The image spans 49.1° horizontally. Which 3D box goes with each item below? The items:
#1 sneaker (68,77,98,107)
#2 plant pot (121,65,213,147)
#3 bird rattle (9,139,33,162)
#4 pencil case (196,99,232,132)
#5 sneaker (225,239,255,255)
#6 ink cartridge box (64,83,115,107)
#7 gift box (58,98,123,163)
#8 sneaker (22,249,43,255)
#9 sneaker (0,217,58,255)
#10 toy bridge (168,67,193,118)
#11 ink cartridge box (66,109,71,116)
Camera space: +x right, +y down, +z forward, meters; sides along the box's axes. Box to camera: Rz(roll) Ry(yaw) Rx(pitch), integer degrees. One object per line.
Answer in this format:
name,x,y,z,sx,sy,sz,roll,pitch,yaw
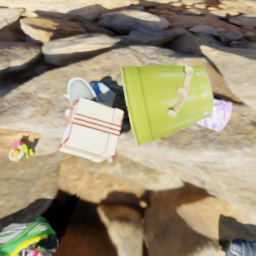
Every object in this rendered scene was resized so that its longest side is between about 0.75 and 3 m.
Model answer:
sneaker,-1.288,-0.289,8.543,1.004,2.402,1.450,-18,19,-3
plant pot,1.273,-0.911,9.029,2.531,2.629,2.629,-11,40,3
bird rattle,-3.599,0.737,9.125,0.873,0.492,0.712,18,59,24
pencil case,2.401,-0.874,10.375,2.765,1.182,1.160,26,54,30
sneaker,2.685,3.107,6.049,1.116,0.587,1.545,12,31,-2
ink cartridge box,-1.471,-1.265,10.645,1.688,0.979,0.573,7,76,32
gift box,-0.834,0.141,6.894,1.323,1.417,1.307,19,72,-21
sneaker,-1.953,2.659,5.250,0.387,0.611,1.087,10,-3,8
sneaker,-2.846,2.803,6.424,2.298,0.897,0.979,-12,33,-28
toy bridge,1.481,-0.958,7.693,0.200,0.494,1.468,19,82,24
ink cartridge box,-1.464,-0.088,9.493,1.045,0.323,1.288,-14,83,-5
